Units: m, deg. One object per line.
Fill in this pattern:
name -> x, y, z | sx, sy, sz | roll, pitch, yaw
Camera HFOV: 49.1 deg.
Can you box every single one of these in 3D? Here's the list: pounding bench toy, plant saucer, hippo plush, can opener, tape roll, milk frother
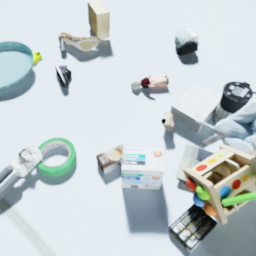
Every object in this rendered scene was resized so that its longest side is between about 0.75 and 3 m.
pounding bench toy -> 2.692, 1.635, 7.438 | 1.660, 1.322, 2.128 | -29, 19, -11
plant saucer -> -5.483, -2.666, 12.118 | 2.921, 0.400, 2.921 | -2, 56, 3
hippo plush -> 3.706, 0.429, 8.908 | 2.251, 1.810, 1.793 | -23, 57, 27
can opener -> -3.671, 1.536, 8.776 | 0.636, 0.802, 2.415 | 40, 63, -1
tape roll -> -2.427, 0.952, 9.398 | 1.356, 0.326, 1.356 | 0, 51, -1
milk frother -> 4.083, -0.632, 9.847 | 1.525, 1.590, 1.690 | -27, 56, -18

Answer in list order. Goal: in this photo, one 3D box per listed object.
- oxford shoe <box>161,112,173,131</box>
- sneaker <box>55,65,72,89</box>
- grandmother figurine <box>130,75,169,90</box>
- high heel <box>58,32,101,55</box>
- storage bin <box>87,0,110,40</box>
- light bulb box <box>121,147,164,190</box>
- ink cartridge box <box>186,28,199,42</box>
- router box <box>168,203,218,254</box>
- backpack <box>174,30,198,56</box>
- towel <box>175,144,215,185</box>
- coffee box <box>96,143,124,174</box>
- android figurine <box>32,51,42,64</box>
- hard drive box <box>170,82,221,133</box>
oxford shoe -> 1.378, -0.321, 10.104 | 0.380, 0.364, 1.030 | 21, 30, -15
sneaker -> -2.644, -2.239, 11.861 | 0.604, 0.523, 1.380 | -15, 53, -19
grandmother figurine -> 0.878, -1.863, 11.608 | 1.568, 0.475, 0.951 | -8, 27, -3
high heel -> -2.349, -4.306, 13.324 | 2.016, 0.720, 1.437 | -14, 58, 0
storage bin -> -1.447, -5.288, 13.712 | 0.664, 1.406, 1.416 | -17, 54, -18
light bulb box -> 0.425, 1.250, 8.513 | 1.245, 1.256, 0.784 | 3, 55, 2
ink cartridge box -> 3.009, -4.533, 13.800 | 0.558, 0.315, 0.762 | -25, 55, -19
router box -> 1.827, 2.796, 7.935 | 1.151, 0.294, 0.858 | -34, 59, -24
backpack -> 2.641, -4.001, 13.097 | 0.998, 0.757, 1.196 | -14, 51, -9
towel -> 2.403, 1.345, 9.182 | 1.481, 0.266, 1.538 | 19, 52, 11
coffee box -> -0.493, 1.011, 9.300 | 1.000, 0.399, 0.572 | -25, 56, -19
android figurine -> -4.515, -3.223, 12.824 | 1.043, 0.214, 0.950 | -19, 54, -17
hard drive box -> 2.559, -0.799, 10.558 | 1.296, 0.639, 1.663 | 34, 59, 21
